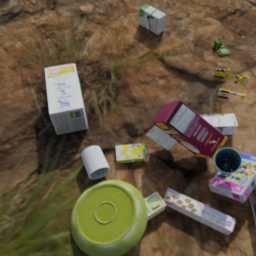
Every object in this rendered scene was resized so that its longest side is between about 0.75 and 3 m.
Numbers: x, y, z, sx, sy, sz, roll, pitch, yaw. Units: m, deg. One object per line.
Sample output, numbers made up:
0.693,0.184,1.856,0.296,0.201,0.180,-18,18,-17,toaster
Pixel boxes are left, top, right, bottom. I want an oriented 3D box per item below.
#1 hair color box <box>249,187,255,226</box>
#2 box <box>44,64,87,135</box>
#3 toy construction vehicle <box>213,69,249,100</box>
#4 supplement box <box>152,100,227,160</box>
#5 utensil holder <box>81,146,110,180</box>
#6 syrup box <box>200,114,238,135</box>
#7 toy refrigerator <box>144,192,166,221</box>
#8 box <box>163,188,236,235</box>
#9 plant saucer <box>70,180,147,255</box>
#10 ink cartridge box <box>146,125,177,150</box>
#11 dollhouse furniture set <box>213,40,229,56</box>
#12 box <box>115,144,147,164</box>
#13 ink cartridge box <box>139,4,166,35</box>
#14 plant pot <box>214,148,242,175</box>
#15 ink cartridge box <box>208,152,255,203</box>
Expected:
5.579,2.671,8.920,2.925,0.887,1.448,2,56,1,hair color box
-2.494,-1.189,11.238,1.254,1.392,2.475,-11,56,-8,box
3.503,-1.515,9.654,1.143,0.995,0.403,12,27,19,toy construction vehicle
2.107,0.077,9.702,2.197,1.212,0.941,36,81,-12,supplement box
-1.179,1.227,9.935,0.797,0.797,0.938,-21,60,-14,utensil holder
3.405,-0.117,10.990,1.528,0.602,0.622,-3,56,-2,syrup box
0.473,2.726,9.110,1.465,0.512,0.556,-27,59,-17,toy refrigerator
2.262,2.719,9.147,2.319,0.480,0.449,23,59,16,box
-0.680,2.740,8.871,2.545,0.395,2.545,-8,52,10,plant saucer
1.262,0.309,10.378,1.096,0.597,0.276,34,32,-13,ink cartridge box
4.607,-3.933,13.718,0.517,0.396,0.789,-14,57,-10,dollhouse furniture set
0.117,0.948,10.472,1.137,0.275,0.667,-6,56,0,box
1.244,-5.613,14.507,1.351,0.990,0.561,37,64,23,ink cartridge box
3.138,1.122,8.907,0.813,0.764,0.813,-5,69,13,plant pot
3.870,1.515,9.633,2.096,0.440,1.251,-41,28,-26,ink cartridge box
